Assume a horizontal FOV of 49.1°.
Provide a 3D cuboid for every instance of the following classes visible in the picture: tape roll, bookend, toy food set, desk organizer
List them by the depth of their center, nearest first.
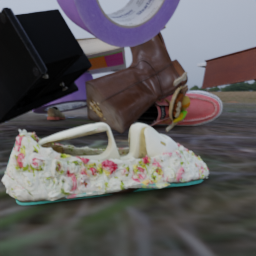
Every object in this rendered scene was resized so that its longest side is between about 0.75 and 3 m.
[{"bbox_3d":[-0.127,-2.572,4.711,2.200,2.200,0.935,-5,32,-36],"label":"tape roll"},{"bbox_3d":[-1.917,-1.613,6.896,2.930,1.358,2.948,-27,5,44],"label":"bookend"},{"bbox_3d":[1.330,-0.604,7.072,0.284,1.417,0.978,19,33,24],"label":"toy food set"},{"bbox_3d":[3.337,-1.534,7.741,0.899,0.965,2.507,23,-16,-36],"label":"desk organizer"},{"bbox_3d":[-2.481,-1.288,10.776,2.466,1.048,2.466,-10,-3,-1],"label":"tape roll"}]

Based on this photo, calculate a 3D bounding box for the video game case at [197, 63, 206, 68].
[{"bbox_3d":[3.360,-2.323,10.574,1.044,0.134,1.148,5,6,-20],"label":"video game case"}]

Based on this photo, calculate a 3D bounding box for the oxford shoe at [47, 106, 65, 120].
[{"bbox_3d":[-2.733,-0.574,10.825,0.495,0.525,1.405,0,4,1],"label":"oxford shoe"}]

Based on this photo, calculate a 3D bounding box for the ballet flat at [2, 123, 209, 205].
[{"bbox_3d":[-0.081,0.277,2.636,2.033,0.650,0.769,-2,7,-24],"label":"ballet flat"}]

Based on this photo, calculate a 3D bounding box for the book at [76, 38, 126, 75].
[{"bbox_3d":[-0.893,-2.391,9.691,1.648,0.593,2.467,-7,-5,0],"label":"book"}]

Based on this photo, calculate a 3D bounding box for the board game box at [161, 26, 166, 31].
[{"bbox_3d":[0.412,-2.439,6.356,0.505,0.158,1.057,-26,-27,26],"label":"board game box"}]

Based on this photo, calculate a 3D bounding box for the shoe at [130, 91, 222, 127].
[{"bbox_3d":[1.204,-0.468,8.110,2.972,1.062,1.352,1,13,13],"label":"shoe"}]

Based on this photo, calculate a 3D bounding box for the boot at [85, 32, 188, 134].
[{"bbox_3d":[-0.181,-1.510,6.995,2.976,2.774,0.956,-35,-11,-33],"label":"boot"}]
